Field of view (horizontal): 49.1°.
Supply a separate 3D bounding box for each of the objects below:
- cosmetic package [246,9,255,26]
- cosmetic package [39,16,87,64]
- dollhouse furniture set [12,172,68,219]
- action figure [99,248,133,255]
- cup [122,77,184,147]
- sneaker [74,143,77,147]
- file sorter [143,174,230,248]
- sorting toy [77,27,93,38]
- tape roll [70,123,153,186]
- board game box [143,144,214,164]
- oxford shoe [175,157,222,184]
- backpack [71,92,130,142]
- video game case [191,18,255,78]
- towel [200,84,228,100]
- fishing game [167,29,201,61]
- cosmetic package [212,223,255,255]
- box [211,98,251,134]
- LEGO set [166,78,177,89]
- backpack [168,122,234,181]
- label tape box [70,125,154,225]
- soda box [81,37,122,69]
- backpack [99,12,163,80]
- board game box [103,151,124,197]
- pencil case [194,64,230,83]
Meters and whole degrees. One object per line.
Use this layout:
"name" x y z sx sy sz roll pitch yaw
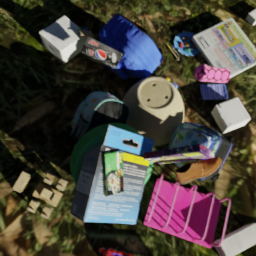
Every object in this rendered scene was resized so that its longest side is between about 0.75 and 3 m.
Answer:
"cosmetic package" 6.160 -5.348 13.320 0.959 0.407 0.516 -34 74 -14
"cosmetic package" -2.834 -3.915 12.451 1.466 0.904 1.471 42 71 15
"dollhouse furniture set" -3.257 2.280 10.186 1.637 1.087 1.435 30 70 -12
"action figure" -0.093 4.493 9.190 2.103 0.544 0.688 18 102 24
"cup" 0.972 -0.865 10.692 2.687 1.922 2.687 1 67 -1
"sneaker" -1.515 0.815 10.199 0.597 0.557 1.580 -39 32 -11
"file sorter" 1.972 2.795 9.476 2.454 1.539 1.705 18 69 7
"sorting toy" -1.819 -3.991 11.907 0.590 0.143 1.047 -2 42 -26
"tape roll" -0.535 1.246 9.573 2.809 2.809 0.675 -26 29 -10
"board game box" 1.560 0.849 8.711 1.886 1.132 0.305 -12 65 33
"oxford shoe" 2.162 1.218 8.630 1.521 0.542 0.543 -25 31 1
"backpack" -0.979 -0.305 10.045 1.525 1.748 1.989 50 118 43
"video game case" 4.416 -3.521 12.527 2.238 0.271 2.458 -28 77 -11
"towel" 3.664 -1.546 11.949 1.079 0.129 0.781 -2 66 0
"fishing game" 2.760 -3.904 12.824 1.858 0.289 1.331 -24 73 -9
"cosmetic package" 3.715 3.819 9.469 1.453 0.820 0.590 -24 69 -11
"box" 4.096 -0.490 11.238 1.051 0.687 1.045 -20 70 -8
"LEGO set" 1.705 -1.828 11.873 1.106 0.454 0.422 27 71 13
"backpack" 2.316 0.716 9.868 1.966 1.445 1.799 33 106 49
"label tape box" -0.428 1.487 8.816 2.019 0.886 2.800 20 81 -39
"soda box" -0.909 -2.605 9.749 1.345 0.426 0.476 24 52 -10
"backpack" 0.085 -2.988 11.276 2.435 1.978 2.043 41 96 34
"board game box" -0.421 1.320 8.153 0.645 0.144 1.232 -5 97 -35
"pencil case" 3.054 -1.945 10.040 1.326 0.621 0.602 -2 28 -29
